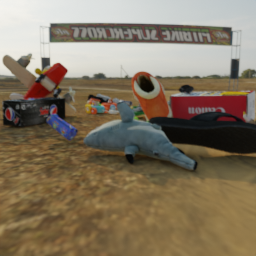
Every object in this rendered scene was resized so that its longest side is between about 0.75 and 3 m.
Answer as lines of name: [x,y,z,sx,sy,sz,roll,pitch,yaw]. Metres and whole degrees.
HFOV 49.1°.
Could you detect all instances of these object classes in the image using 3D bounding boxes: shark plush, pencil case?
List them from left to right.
pencil case: [-1.730,-0.038,7.308,0.874,0.380,0.341,35,41,18]
shark plush: [0.237,0.458,5.581,2.397,1.089,0.999,30,45,30]

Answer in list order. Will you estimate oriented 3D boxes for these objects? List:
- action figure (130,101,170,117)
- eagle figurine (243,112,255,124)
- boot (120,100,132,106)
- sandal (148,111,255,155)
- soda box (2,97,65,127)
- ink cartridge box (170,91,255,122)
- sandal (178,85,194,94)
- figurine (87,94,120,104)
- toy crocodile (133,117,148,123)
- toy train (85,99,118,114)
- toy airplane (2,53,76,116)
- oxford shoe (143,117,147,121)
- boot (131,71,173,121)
action figure: [0.715,-0.807,11.906,2.289,0.626,1.352,-10,3,-29]
eagle figurine: [3.177,0.023,7.408,1.223,0.923,0.928,-31,-28,-10]
boot: [-0.131,-1.502,17.110,0.510,0.411,1.129,-3,7,18]
sandal: [1.681,-0.019,5.821,2.587,0.619,0.973,8,-31,17]
soda box: [-3.381,-0.643,10.382,0.812,0.907,2.564,6,10,22]
ink cartridge box: [2.845,-0.660,9.661,2.572,1.079,2.258,3,12,31]
sandal: [2.054,-1.422,9.963,0.369,0.208,0.971,-43,15,-3]
figurine: [-1.352,-1.579,17.158,1.678,0.741,1.720,12,13,20]
toy crocodile: [0.384,0.019,7.760,1.244,0.420,0.384,16,58,29]
toy train: [-1.257,-1.175,14.250,1.917,0.710,2.552,-1,9,-6]
toy airplane: [-3.610,-1.775,11.799,2.772,2.784,1.965,9,50,9]
oxford shoe: [1.032,-0.401,10.739,0.951,0.339,0.339,-2,11,-1]
boot: [0.628,-1.377,9.304,1.074,1.535,2.863,-26,40,4]
